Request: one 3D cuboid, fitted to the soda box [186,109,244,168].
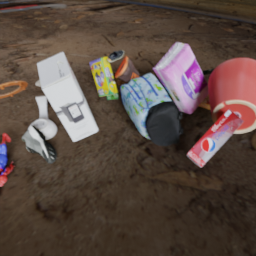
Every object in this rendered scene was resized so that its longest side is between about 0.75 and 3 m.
[{"bbox_3d":[2.711,0.355,8.865,0.621,0.685,1.957,43,92,13],"label":"soda box"}]

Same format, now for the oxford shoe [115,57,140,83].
[{"bbox_3d":[0.077,-2.244,11.407,0.936,0.918,2.580,31,10,-3],"label":"oxford shoe"}]

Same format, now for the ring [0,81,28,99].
[{"bbox_3d":[-4.528,-1.358,10.469,1.588,0.152,1.588,-24,-1,0],"label":"ring"}]

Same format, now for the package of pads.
[{"bbox_3d":[2.212,-1.960,11.288,1.551,2.575,0.974,-48,37,-10],"label":"package of pads"}]

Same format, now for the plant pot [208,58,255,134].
[{"bbox_3d":[3.847,-1.017,9.901,2.214,2.214,1.959,10,49,15],"label":"plant pot"}]

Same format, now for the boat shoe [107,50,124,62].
[{"bbox_3d":[-0.509,-3.105,11.919,0.352,0.293,0.943,40,54,17],"label":"boat shoe"}]

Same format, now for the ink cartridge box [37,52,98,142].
[{"bbox_3d":[-2.244,-1.137,10.420,1.115,2.674,1.942,-24,43,-4],"label":"ink cartridge box"}]

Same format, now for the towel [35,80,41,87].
[{"bbox_3d":[-4.470,-2.487,15.149,0.713,0.186,1.077,11,35,12],"label":"towel"}]

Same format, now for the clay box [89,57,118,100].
[{"bbox_3d":[-1.107,-2.191,12.881,0.459,1.931,1.109,-21,12,-31],"label":"clay box"}]

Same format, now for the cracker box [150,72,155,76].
[{"bbox_3d":[1.170,-2.258,13.275,0.219,0.510,0.761,-11,34,14],"label":"cracker box"}]

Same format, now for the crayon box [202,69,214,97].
[{"bbox_3d":[3.920,-1.859,12.273,0.990,1.575,0.406,-6,41,31],"label":"crayon box"}]

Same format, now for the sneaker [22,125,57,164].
[{"bbox_3d":[-3.241,0.719,10.183,0.756,0.705,1.907,-45,54,-5],"label":"sneaker"}]

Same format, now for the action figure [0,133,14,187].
[{"bbox_3d":[-4.313,1.286,9.281,0.850,0.672,2.600,-12,41,-8],"label":"action figure"}]

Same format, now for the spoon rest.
[{"bbox_3d":[-3.580,-0.309,11.704,1.171,0.714,2.357,-7,48,-8],"label":"spoon rest"}]

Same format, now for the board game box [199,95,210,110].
[{"bbox_3d":[4.339,-1.058,12.994,2.217,0.332,1.059,23,41,25],"label":"board game box"}]

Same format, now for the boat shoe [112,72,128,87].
[{"bbox_3d":[-0.594,-2.494,14.414,2.150,0.773,0.731,-17,-5,-12],"label":"boat shoe"}]

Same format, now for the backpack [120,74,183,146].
[{"bbox_3d":[0.803,-0.848,10.601,2.084,2.211,2.710,-12,52,6],"label":"backpack"}]
